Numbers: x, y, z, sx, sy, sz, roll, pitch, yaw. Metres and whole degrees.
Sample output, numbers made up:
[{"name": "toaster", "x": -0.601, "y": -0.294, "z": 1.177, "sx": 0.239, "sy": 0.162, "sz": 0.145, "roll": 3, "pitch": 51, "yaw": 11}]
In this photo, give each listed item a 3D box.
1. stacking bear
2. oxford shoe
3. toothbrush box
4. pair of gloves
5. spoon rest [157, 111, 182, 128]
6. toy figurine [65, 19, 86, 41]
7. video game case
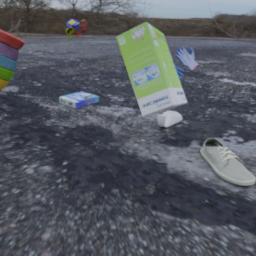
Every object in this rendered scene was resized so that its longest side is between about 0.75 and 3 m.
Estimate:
[{"name": "stacking bear", "x": -4.134, "y": -1.590, "z": 8.099, "sx": 1.454, "sy": 2.558, "sz": 1.553, "roll": 25, "pitch": 5, "yaw": 17}, {"name": "oxford shoe", "x": 2.792, "y": 0.918, "z": 8.066, "sx": 0.809, "sy": 0.622, "sz": 2.153, "roll": -4, "pitch": 26, "yaw": -17}, {"name": "toothbrush box", "x": 0.482, "y": -1.045, "z": 5.255, "sx": 0.645, "sy": 1.498, "sz": 1.091, "roll": -20, "pitch": -1, "yaw": 24}, {"name": "pair of gloves", "x": 1.762, "y": -2.204, "z": 9.633, "sx": 1.327, "sy": 0.151, "sz": 1.067, "roll": -38, "pitch": 64, "yaw": 5}, {"name": "spoon rest", "x": 1.608, "y": -0.354, "z": 11.307, "sx": 0.886, "sy": 0.540, "sz": 1.783, "roll": 14, "pitch": 13, "yaw": 26}, {"name": "toy figurine", "x": -1.776, "y": -3.166, "z": 8.811, "sx": 0.510, "sy": 0.449, "sz": 0.852, "roll": 35, "pitch": 61, "yaw": 19}, {"name": "video game case", "x": -2.421, "y": -1.401, "z": 13.791, "sx": 1.296, "sy": 0.325, "sz": 1.429, "roll": 21, "pitch": 31, "yaw": 38}]
